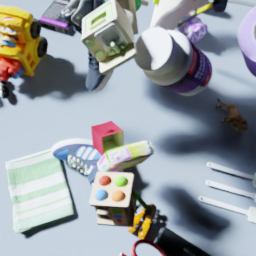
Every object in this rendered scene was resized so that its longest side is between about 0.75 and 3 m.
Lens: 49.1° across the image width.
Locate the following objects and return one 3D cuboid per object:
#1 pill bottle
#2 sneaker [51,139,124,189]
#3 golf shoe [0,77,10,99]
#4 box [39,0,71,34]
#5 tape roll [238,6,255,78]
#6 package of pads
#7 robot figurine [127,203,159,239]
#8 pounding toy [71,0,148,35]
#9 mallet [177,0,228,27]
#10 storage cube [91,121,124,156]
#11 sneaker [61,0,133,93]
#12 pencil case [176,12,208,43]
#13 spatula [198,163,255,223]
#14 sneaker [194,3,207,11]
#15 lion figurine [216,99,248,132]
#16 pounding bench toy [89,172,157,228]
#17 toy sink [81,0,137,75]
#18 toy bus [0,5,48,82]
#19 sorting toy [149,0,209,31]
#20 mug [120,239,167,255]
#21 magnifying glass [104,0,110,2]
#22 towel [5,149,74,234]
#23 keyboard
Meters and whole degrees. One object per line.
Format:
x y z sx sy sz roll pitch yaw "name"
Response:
1.195 -1.689 7.314 1.358 2.438 1.358 -3 84 34 "pill bottle"
-1.268 1.273 8.683 2.301 0.927 1.685 0 55 -7 "sneaker"
-4.857 -1.487 10.600 0.546 0.450 1.157 -26 61 5 "golf shoe"
-3.007 -5.127 12.640 1.333 0.337 1.865 19 64 10 "box"
4.511 -2.540 7.914 2.511 1.067 2.511 -15 59 27 "tape roll"
-0.074 0.769 7.225 1.289 0.996 0.439 -14 73 -24 "package of pads"
0.442 2.698 8.267 0.754 0.303 1.040 26 65 14 "robot figurine"
-0.445 -4.100 9.164 2.325 2.140 1.653 -7 67 4 "pounding toy"
2.422 -3.849 9.461 0.449 2.184 0.719 21 66 -30 "mallet"
-0.564 0.287 7.627 0.656 0.768 0.690 -18 33 -26 "storage cube"
-1.124 -2.329 7.741 0.964 1.832 2.536 35 108 46 "sneaker"
2.372 -4.709 11.996 0.986 1.004 2.348 -39 67 5 "pencil case"
3.496 1.986 8.769 2.356 0.189 1.638 16 67 10 "spatula"
2.587 -6.636 12.776 2.817 1.272 1.101 35 68 9 "sneaker"
3.697 -0.495 9.952 0.853 0.505 1.393 -1 59 -4 "lion figurine"
-0.062 1.653 6.521 1.403 1.095 0.872 1 45 10 "pounding bench toy"
-0.470 -2.115 6.404 0.959 0.824 1.471 -25 46 21 "toy sink"
-4.195 -2.896 10.327 1.574 2.320 2.227 16 68 3 "toy bus"
1.275 -3.567 8.465 1.338 2.255 2.505 36 35 13 "sorting toy"
0.563 3.882 6.942 1.880 1.669 1.255 18 18 5 "mug"
-0.953 -3.370 8.221 0.972 2.441 0.273 -3 65 -8 "magnifying glass"
-2.833 1.873 8.748 1.774 0.272 2.326 -17 62 -10 "towel"
1.624 3.591 7.547 1.993 0.256 1.197 28 26 15 "keyboard"
